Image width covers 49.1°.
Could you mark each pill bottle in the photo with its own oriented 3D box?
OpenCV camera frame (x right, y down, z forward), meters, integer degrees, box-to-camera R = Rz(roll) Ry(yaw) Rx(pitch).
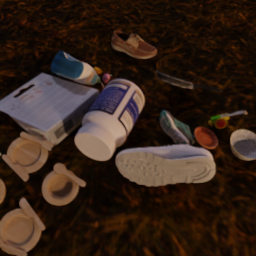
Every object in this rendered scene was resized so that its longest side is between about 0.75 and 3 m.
[{"bbox_3d":[-0.530,-0.265,8.444,1.398,1.398,2.416,17,49,15],"label":"pill bottle"}]

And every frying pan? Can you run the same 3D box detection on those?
[{"bbox_3d":[2.090,-1.646,10.299,2.313,0.376,1.399,16,15,-9],"label":"frying pan"}]

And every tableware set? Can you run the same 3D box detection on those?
[{"bbox_3d":[-2.588,1.528,6.900,2.280,0.317,2.730,36,69,11],"label":"tableware set"}]

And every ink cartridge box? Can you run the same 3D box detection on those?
[{"bbox_3d":[-2.723,-0.760,9.560,2.940,0.839,2.389,17,48,35],"label":"ink cartridge box"}]

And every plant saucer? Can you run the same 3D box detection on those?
[{"bbox_3d":[2.368,0.318,8.585,0.799,0.129,0.799,14,45,-15],"label":"plant saucer"}]

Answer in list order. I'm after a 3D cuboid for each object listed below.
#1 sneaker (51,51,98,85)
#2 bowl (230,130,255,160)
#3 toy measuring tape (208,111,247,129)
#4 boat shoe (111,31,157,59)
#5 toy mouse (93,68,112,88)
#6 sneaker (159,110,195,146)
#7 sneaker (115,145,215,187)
[{"bbox_3d":[-2.027,-2.115,10.216,2.285,0.923,0.874,35,98,41],"label":"sneaker"},{"bbox_3d":[3.379,0.592,8.187,1.002,0.470,1.002,5,53,-6],"label":"bowl"},{"bbox_3d":[3.188,-0.238,8.990,1.205,0.443,0.443,-13,45,14],"label":"toy measuring tape"},{"bbox_3d":[0.203,-3.583,11.973,2.187,0.785,0.828,21,50,19],"label":"boat shoe"},{"bbox_3d":[-1.039,-1.930,10.639,1.085,0.210,0.965,2,52,-31],"label":"toy mouse"},{"bbox_3d":[1.545,0.027,8.728,0.656,0.558,1.437,-22,71,-35],"label":"sneaker"},{"bbox_3d":[0.987,0.921,7.730,2.649,1.012,1.066,4,26,4],"label":"sneaker"}]
